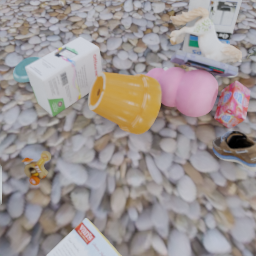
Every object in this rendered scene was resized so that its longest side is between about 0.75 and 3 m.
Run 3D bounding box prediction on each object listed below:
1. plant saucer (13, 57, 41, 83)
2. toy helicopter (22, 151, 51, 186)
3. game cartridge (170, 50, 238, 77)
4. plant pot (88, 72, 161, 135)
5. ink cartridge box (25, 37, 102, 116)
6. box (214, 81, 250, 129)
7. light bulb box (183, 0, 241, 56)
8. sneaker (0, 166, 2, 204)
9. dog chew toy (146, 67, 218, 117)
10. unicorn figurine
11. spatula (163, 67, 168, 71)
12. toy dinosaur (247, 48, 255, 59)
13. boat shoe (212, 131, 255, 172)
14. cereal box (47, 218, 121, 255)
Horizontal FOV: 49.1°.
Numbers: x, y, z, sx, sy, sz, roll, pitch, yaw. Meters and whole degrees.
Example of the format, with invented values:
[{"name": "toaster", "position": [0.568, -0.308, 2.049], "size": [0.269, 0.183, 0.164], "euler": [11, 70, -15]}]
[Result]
[{"name": "plant saucer", "position": [-3.536, -2.131, 9.973], "size": [1.272, 0.174, 1.272], "euler": [-7, 53, 10]}, {"name": "toy helicopter", "position": [-2.317, 0.912, 7.133], "size": [0.718, 1.086, 0.428], "euler": [42, 31, -4]}, {"name": "game cartridge", "position": [2.209, -1.880, 8.354], "size": [1.810, 0.347, 1.173], "euler": [16, 12, 0]}, {"name": "plant pot", "position": [-0.193, -0.807, 7.783], "size": [1.548, 1.691, 1.691], "euler": [15, 46, -27]}, {"name": "ink cartridge box", "position": [-1.930, -1.654, 8.923], "size": [0.904, 1.559, 2.153], "euler": [37, 60, 25]}, {"name": "box", "position": [3.232, -0.730, 8.648], "size": [0.633, 0.661, 1.325], "euler": [34, 55, -10]}, {"name": "light bulb box", "position": [3.171, -4.469, 10.450], "size": [1.668, 2.673, 2.650], "euler": [12, 52, 11]}, {"name": "sneaker", "position": [-3.364, 1.711, 5.900], "size": [1.116, 0.960, 2.636], "euler": [12, 68, -34]}, {"name": "dog chew toy", "position": [1.550, -1.233, 8.732], "size": [2.313, 1.440, 1.440], "euler": [20, 54, 21]}, {"name": "unicorn figurine", "position": [2.739, -2.791, 9.742], "size": [2.007, 2.922, 1.079], "euler": [-22, 41, 19]}, {"name": "spatula", "position": [1.331, -1.689, 9.878], "size": [0.832, 0.096, 1.196], "euler": [35, 59, 20]}, {"name": "toy dinosaur", "position": [4.830, -2.896, 10.816], "size": [0.768, 0.182, 0.338], "euler": [-21, 61, -12]}, {"name": "boat shoe", "position": [2.755, 0.433, 7.114], "size": [0.713, 0.714, 1.972], "euler": [-33, 16, -10]}, {"name": "cereal box", "position": [-1.142, 3.148, 5.358], "size": [2.334, 0.461, 1.679], "euler": [-40, 50, -17]}]
